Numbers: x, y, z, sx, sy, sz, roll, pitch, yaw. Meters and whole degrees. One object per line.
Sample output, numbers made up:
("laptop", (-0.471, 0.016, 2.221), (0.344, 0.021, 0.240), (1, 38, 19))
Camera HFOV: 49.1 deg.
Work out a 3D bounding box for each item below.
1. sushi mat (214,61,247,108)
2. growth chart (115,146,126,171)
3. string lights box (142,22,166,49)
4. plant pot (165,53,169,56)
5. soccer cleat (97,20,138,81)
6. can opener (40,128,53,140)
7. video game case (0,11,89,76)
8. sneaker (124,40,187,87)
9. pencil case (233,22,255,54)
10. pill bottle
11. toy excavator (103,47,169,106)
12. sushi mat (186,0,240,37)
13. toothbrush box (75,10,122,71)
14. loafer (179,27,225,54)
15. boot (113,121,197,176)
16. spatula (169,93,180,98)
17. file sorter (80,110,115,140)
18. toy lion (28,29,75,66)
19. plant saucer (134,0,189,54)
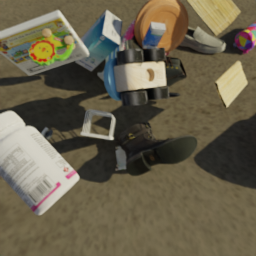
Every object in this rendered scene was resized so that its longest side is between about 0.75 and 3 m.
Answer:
("sushi mat", (2.834, -1.216, 7.636), (0.094, 0.747, 1.561), (-10, 23, 49))
("growth chart", (-0.079, 0.854, 8.266), (0.633, 0.078, 0.875), (-2, 51, -3))
("string lights box", (0.778, -2.821, 8.654), (0.452, 0.879, 0.259), (2, 64, -16))
("plant pot", (0.828, -2.887, 10.552), (1.383, 1.383, 1.238), (20, 70, 15))
("soccer cleat", (-0.236, -2.804, 9.945), (1.174, 0.950, 2.719), (30, 95, 32))
("can opener", (-2.621, 0.399, 8.489), (0.326, 0.260, 0.975), (13, 52, 14))
("video game case", (-2.655, -2.490, 8.623), (2.291, 2.085, 0.262), (-15, 70, 10))
("sneaker", (0.929, -2.214, 9.117), (1.220, 2.297, 0.859), (-23, 47, 29))
("pencil case", (5.290, -3.899, 11.596), (2.081, 0.920, 0.920), (-36, 60, -23))
("pill bottle", (-2.008, 0.670, 5.593), (1.931, 1.095, 1.095), (47, 62, 2))
("toy excavator", (0.039, -1.453, 8.194), (2.640, 1.356, 2.715), (-15, 13, -41))
("sushi mat", (2.361, -4.245, 8.847), (1.245, 0.157, 2.602), (-43, 97, -12))
("toothbrush box", (-1.045, -3.027, 9.873), (0.740, 1.736, 1.271), (27, 51, -31))
("loafer", (2.802, -3.660, 11.398), (2.328, 0.813, 0.814), (18, 54, 14))
("boot", (0.652, 0.317, 7.840), (2.154, 0.746, 1.875), (-20, 30, 3))
("spatula", (0.609, -1.183, 9.503), (2.285, 0.235, 0.646), (7, 18, 14))
("file sorter", (-0.807, -0.066, 8.023), (0.809, 1.165, 0.726), (10, 87, 1))
("toy lion", (-2.067, -2.070, 7.459), (1.036, 0.356, 0.993), (19, 74, 5))
("plant saucer", (1.127, -3.314, 9.210), (1.863, 1.863, 0.301), (-11, 37, -9))
